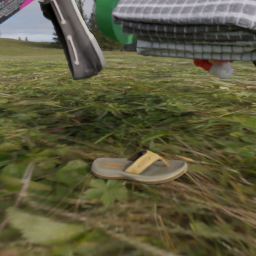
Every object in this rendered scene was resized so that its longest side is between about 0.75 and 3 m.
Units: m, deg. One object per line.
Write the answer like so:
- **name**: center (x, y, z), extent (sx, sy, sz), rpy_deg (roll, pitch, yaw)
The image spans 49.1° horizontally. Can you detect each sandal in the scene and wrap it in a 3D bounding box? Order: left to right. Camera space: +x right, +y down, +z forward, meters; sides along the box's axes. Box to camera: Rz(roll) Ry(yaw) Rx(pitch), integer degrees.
- **sandal**: center (0.186, 0.640, 5.092), extent (1.764, 0.476, 0.708), rpy_deg (3, 18, 9)

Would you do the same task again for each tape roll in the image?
- **tape roll**: center (0.046, -3.119, 6.770), extent (0.499, 2.076, 2.076), rpy_deg (29, 28, 20)

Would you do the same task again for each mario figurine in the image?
- **mario figurine**: center (1.683, -2.133, 6.370), extent (1.722, 1.478, 2.789), rpy_deg (33, -6, -41)

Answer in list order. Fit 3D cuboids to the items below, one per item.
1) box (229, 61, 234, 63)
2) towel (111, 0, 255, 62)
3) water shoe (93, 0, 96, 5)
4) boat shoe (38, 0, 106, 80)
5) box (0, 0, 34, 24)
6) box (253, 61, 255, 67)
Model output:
- **box**: center (2.562, -3.052, 8.399), extent (0.497, 1.986, 2.000), rpy_deg (-29, 20, 32)
- **towel**: center (1.209, -2.347, 4.346), extent (2.785, 2.306, 1.192), rpy_deg (17, -2, 40)
- **water shoe**: center (0.356, -4.040, 8.514), extent (2.933, 1.049, 1.157), rpy_deg (8, 32, 17)
- **boat shoe**: center (-1.350, -2.155, 5.676), extent (0.728, 2.556, 0.855), rpy_deg (-30, -2, -15)
- **box**: center (-2.233, -2.539, 4.301), extent (1.941, 1.282, 1.113), rpy_deg (-36, -21, -1)
- **box**: center (3.176, -1.836, 5.871), extent (0.409, 1.619, 2.264), rpy_deg (-2, 41, 1)
